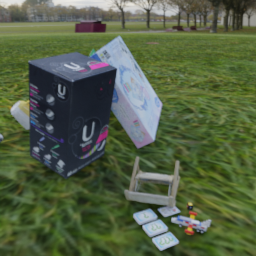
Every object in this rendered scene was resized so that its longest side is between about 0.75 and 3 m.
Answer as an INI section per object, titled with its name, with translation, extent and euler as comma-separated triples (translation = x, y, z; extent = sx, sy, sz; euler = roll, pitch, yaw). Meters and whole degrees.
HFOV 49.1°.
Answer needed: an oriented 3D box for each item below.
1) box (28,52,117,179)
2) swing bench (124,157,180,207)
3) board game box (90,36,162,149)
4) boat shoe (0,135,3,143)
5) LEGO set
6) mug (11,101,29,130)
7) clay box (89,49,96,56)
[box]
translation = -1.289, -0.313, 6.380
extent = 1.264, 2.384, 1.457
euler = 26, 33, 25
[swing bench]
translation = 0.503, 1.113, 5.473
extent = 0.893, 0.583, 0.898
euler = 5, 47, 17
[board game box]
translation = -0.003, -1.189, 8.291
extent = 0.591, 2.714, 2.727
euler = -28, 17, 23
[boat shoe]
translation = -3.633, 0.539, 6.934
extent = 0.418, 0.443, 1.234
euler = 50, 38, 11
[LEGO set]
translation = 0.807, 1.567, 4.866
extent = 1.171, 0.287, 0.875
euler = -8, 24, -27
[mug]
translation = -3.156, -0.512, 8.710
extent = 0.718, 0.736, 0.897
euler = 6, 58, 52
[clay box]
translation = -0.441, -1.512, 9.281
extent = 0.557, 2.339, 1.344
euler = -23, 32, 26
